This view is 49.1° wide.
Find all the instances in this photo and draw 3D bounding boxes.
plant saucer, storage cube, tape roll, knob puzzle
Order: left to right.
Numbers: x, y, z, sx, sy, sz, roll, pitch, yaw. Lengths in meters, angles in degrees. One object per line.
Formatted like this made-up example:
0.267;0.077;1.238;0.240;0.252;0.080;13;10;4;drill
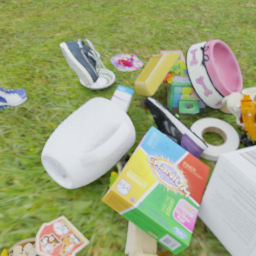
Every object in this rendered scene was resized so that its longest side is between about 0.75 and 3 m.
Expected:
-1.840;2.929;7.385;1.409;0.195;1.409;17;27;-9;knob puzzle
-1.439;-2.214;13.250;1.648;0.414;1.648;0;44;0;plant saucer
1.018;-2.289;11.526;0.487;2.011;2.010;34;0;-18;plant saucer
2.090;-3.017;13.583;1.087;1.144;1.272;-2;42;-2;storage cube
3.133;0.400;10.353;1.810;0.331;1.810;0;50;0;tape roll

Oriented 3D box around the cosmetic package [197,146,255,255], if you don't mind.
3.257;1.880;7.202;1.815;2.169;1.804;-9;36;-28;cosmetic package

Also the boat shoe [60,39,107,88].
-1.288;-2.002;8.213;0.870;1.053;2.814;-28;31;-8;boat shoe

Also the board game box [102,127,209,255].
0.934;1.508;7.716;2.246;0.592;2.936;36;40;1;board game box

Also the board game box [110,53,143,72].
-0.076;-3.616;14.805;1.439;0.355;1.821;-18;46;-18;board game box

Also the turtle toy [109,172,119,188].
-0.229;1.718;8.966;0.787;0.574;0.398;16;18;20;turtle toy

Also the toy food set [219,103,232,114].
4.308;-0.981;12.070;1.556;0.312;1.074;34;59;24;toy food set

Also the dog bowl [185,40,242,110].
3.512;-2.209;11.132;1.028;2.789;2.789;-22;25;43;dog bowl

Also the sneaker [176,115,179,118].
1.666;0.008;10.892;0.562;0.515;1.341;-4;36;21;sneaker

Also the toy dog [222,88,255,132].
4.248;-0.521;10.274;1.475;1.521;1.062;-2;47;38;toy dog

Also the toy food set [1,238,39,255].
-2.499;3.489;6.977;2.344;0.471;1.618;-4;44;-8;toy food set

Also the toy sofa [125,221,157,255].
0.417;2.694;7.576;0.639;0.752;1.542;16;61;-18;toy sofa

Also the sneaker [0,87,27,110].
-5.267;-1.387;11.926;1.744;1.007;0.704;-26;50;-25;sneaker

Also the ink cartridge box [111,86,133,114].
-0.414;-0.698;10.990;0.688;1.174;1.625;19;44;0;ink cartridge box

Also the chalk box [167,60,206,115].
2.468;-1.563;11.728;1.547;1.536;2.479;2;43;3;chalk box

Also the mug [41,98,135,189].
-1.116;0.522;8.633;2.912;2.149;2.553;-15;23;49;mug

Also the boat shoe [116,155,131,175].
0.033;1.295;8.682;0.613;0.543;1.674;27;9;-25;boat shoe

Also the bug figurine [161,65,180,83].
1.462;-2.278;11.365;1.024;0.340;1.321;-40;36;-9;bug figurine

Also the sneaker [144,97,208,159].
1.349;0.111;9.842;1.232;1.066;2.815;-48;67;10;sneaker

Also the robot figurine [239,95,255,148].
4.558;-0.053;9.195;1.876;2.588;0.753;-5;51;29;robot figurine
